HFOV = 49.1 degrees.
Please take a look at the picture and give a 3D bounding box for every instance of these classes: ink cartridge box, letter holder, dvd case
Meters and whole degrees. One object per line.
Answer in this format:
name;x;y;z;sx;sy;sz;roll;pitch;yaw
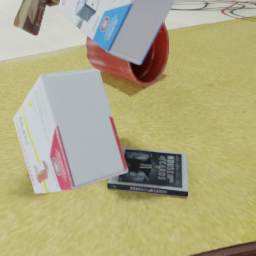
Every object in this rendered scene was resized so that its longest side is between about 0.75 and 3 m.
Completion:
ink cartridge box;-0.565;0.103;2.388;0.467;0.812;1.119;-15;-5;-33
letter holder;1.220;2.356;3.131;2.525;1.794;1.270;-7;34;-11
ink cartridge box;-0.283;-2.491;5.368;0.956;1.631;2.227;6;31;-46
dvd case;0.504;1.003;6.656;1.777;0.220;1.335;4;34;7

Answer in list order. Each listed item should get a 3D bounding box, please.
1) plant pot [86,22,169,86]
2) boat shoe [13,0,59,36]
plant pot;-0.139;-3.162;11.180;2.552;2.624;2.624;17;36;37
boat shoe;-2.622;-4.203;8.847;0.964;2.678;0.966;26;-5;-26
